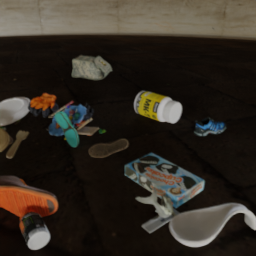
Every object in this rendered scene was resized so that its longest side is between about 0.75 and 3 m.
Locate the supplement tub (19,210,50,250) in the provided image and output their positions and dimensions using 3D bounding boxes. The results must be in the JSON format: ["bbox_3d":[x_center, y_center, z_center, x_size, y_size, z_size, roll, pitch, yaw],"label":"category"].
[{"bbox_3d":[-2.194,2.334,6.495,0.525,0.525,0.857,-15,31,-29],"label":"supplement tub"}]

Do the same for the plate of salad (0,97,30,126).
[{"bbox_3d":[-5.489,-0.697,12.919,2.189,0.526,2.189,-6,40,5],"label":"plate of salad"}]

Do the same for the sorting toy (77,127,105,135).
[{"bbox_3d":[-1.540,0.167,11.633,1.132,0.167,0.837,4,20,19],"label":"sorting toy"}]

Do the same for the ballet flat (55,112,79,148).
[{"bbox_3d":[-2.219,0.018,10.530,0.496,1.472,0.518,-25,11,17],"label":"ballet flat"}]

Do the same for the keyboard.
[{"bbox_3d":[0.846,2.335,7.126,1.089,0.058,0.306,-19,36,-34],"label":"keyboard"}]

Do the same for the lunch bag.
[{"bbox_3d":[-2.486,-4.239,19.714,2.475,1.455,2.030,10,25,5],"label":"lunch bag"}]

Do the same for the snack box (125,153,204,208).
[{"bbox_3d":[1.044,1.501,8.493,1.243,0.397,2.140,-21,32,-37],"label":"snack box"}]

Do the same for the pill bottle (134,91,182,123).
[{"bbox_3d":[1.357,-0.942,12.855,2.013,1.150,1.150,21,32,38],"label":"pill bottle"}]

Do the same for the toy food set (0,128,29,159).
[{"bbox_3d":[-5.262,0.499,10.375,2.604,0.523,1.798,14,37,-4],"label":"toy food set"}]

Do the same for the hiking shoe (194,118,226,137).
[{"bbox_3d":[3.460,-0.101,11.603,1.587,0.688,0.591,-13,29,-25],"label":"hiking shoe"}]

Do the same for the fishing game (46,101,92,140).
[{"bbox_3d":[-2.638,-0.403,11.824,1.889,0.410,2.638,-35,35,-7],"label":"fishing game"}]

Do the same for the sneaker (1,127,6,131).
[{"bbox_3d":[-5.116,0.256,11.380,0.341,0.312,0.801,4,33,-8],"label":"sneaker"}]

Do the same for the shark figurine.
[{"bbox_3d":[0.738,2.042,6.861,0.619,1.483,0.886,-32,62,13],"label":"shark figurine"}]

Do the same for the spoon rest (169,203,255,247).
[{"bbox_3d":[2.016,2.217,6.588,2.185,0.662,1.086,-6,17,-16],"label":"spoon rest"}]

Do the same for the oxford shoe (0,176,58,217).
[{"bbox_3d":[-2.960,1.677,7.463,2.627,0.936,0.958,7,27,15],"label":"oxford shoe"}]

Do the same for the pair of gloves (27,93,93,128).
[{"bbox_3d":[-3.026,-0.899,12.879,2.825,0.349,2.517,15,23,-4],"label":"pair of gloves"}]

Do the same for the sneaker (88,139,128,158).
[{"bbox_3d":[-0.679,0.775,10.104,1.450,0.511,0.548,-13,-11,-1],"label":"sneaker"}]
